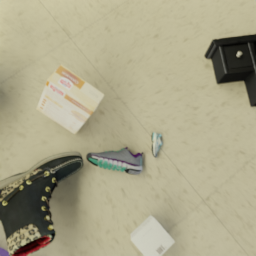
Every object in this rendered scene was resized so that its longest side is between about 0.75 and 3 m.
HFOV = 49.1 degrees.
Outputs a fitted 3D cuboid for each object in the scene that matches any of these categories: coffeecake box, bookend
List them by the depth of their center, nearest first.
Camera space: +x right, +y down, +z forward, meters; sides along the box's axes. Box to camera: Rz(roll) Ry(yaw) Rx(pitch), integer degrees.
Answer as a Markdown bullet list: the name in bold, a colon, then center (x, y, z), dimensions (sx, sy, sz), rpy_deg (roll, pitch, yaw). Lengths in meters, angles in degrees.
- **coffeecake box**: center (-1.772, -0.754, 8.315), dimensions (1.462, 1.904, 0.696), rpy_deg (35, 58, -10)
- **bookend**: center (4.009, -1.760, 9.225), dimensions (2.374, 1.094, 2.359), rpy_deg (-7, 76, -1)

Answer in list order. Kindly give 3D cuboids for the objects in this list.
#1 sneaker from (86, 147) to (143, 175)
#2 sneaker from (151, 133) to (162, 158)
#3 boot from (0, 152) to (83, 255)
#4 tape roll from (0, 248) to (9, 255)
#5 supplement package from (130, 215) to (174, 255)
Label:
- **sneaker**: center (-0.404, 0.915, 8.823), dimensions (1.787, 0.665, 0.782), rpy_deg (16, 62, -10)
- **sneaker**: center (0.944, 0.551, 9.048), dimensions (0.356, 0.320, 0.825), rpy_deg (2, 76, -3)
- **boot**: center (-2.249, 2.033, 7.800), dimensions (2.862, 1.033, 2.162), rpy_deg (-24, 52, -18)
- **tape roll**: center (-4.366, 4.671, 7.567), dimensions (2.759, 1.172, 2.759), rpy_deg (0, 75, 1)
- **supplement package**: center (0.657, 3.129, 7.966), dimensions (0.862, 1.136, 0.856), rpy_deg (-41, 79, -9)
